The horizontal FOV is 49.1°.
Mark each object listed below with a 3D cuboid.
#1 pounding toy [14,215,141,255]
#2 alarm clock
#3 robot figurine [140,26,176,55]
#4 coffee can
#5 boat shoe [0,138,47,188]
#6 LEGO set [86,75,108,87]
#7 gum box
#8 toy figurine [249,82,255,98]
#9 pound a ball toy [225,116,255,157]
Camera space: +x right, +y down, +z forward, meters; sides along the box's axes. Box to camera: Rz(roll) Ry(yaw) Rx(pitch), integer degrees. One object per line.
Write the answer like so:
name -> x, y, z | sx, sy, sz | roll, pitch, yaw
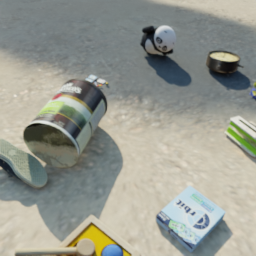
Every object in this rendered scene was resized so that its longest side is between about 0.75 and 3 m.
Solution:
pounding toy -> -1.089, 3.147, 6.509 | 2.079, 1.478, 1.914 | 28, 48, 29
alarm clock -> 4.888, -3.578, 14.810 | 1.648, 0.813, 2.443 | -2, 38, -8
robot figurine -> 1.608, -4.783, 15.439 | 1.679, 1.394, 2.235 | -6, 10, -31
coffee can -> -2.122, -0.229, 10.022 | 1.993, 1.993, 2.723 | 11, 42, 13
boat shoe -> -3.655, 1.241, 9.334 | 2.360, 0.735, 0.881 | 32, 42, 12
LEGO set -> -1.608, -2.244, 13.702 | 1.223, 0.300, 0.914 | 23, 49, 23
gum box -> 1.790, 2.556, 8.066 | 1.543, 0.344, 1.311 | -31, 50, -31
toy figurine -> 5.815, -1.685, 12.856 | 0.535, 0.471, 0.892 | -19, 71, 10
pound a ball toy -> 4.558, 0.179, 10.178 | 0.770, 1.182, 1.813 | -13, 41, -28
